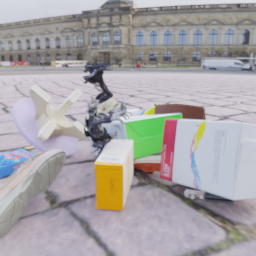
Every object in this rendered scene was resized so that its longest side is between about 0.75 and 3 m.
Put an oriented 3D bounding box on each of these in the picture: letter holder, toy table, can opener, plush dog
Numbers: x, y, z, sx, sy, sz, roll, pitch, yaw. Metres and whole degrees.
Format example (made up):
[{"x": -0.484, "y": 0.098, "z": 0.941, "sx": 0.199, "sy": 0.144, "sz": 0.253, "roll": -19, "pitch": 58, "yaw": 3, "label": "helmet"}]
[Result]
[{"x": 2.248, "y": -0.381, "z": 12.076, "sx": 2.094, "sy": 1.488, "sz": 1.053, "roll": 5, "pitch": 17, "yaw": 19, "label": "letter holder"}, {"x": -2.407, "y": -0.216, "z": 9.127, "sx": 2.494, "sy": 2.293, "sz": 1.461, "roll": 33, "pitch": -40, "yaw": -24, "label": "toy table"}, {"x": 1.962, "y": 1.601, "z": 6.825, "sx": 1.208, "sy": 0.318, "sz": 0.401, "roll": 5, "pitch": 43, "yaw": 12, "label": "can opener"}, {"x": -0.744, "y": -1.009, "z": 15.262, "sx": 1.547, "sy": 1.446, "sz": 1.802, "roll": 28, "pitch": 21, "yaw": 8, "label": "plush dog"}]

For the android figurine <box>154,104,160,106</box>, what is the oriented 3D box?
[{"x": 1.860, "y": -1.009, "z": 15.997, "sx": 0.937, "sy": 0.192, "sz": 0.853, "roll": 33, "pitch": 36, "yaw": -23, "label": "android figurine"}]

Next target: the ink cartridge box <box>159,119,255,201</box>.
[{"x": 2.169, "y": 0.668, "z": 6.850, "sx": 1.642, "sy": 1.635, "sz": 2.260, "roll": 6, "pitch": -1, "yaw": -35, "label": "ink cartridge box"}]

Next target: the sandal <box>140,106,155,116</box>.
[{"x": 1.380, "y": -0.617, "z": 14.237, "sx": 1.148, "sy": 1.048, "sz": 2.638, "roll": -4, "pitch": 5, "yaw": 39, "label": "sandal"}]

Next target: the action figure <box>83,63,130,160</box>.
[{"x": -0.544, "y": -0.376, "z": 7.008, "sx": 1.189, "sy": 2.331, "sz": 1.385, "roll": -4, "pitch": 20, "yaw": -9, "label": "action figure"}]

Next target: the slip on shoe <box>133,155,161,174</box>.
[{"x": 0.565, "y": 1.127, "z": 8.400, "sx": 1.752, "sy": 0.536, "sz": 0.649, "roll": -5, "pitch": 5, "yaw": 37, "label": "slip on shoe"}]

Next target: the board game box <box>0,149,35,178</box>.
[{"x": -3.708, "y": 1.093, "z": 8.860, "sx": 1.081, "sy": 0.320, "sz": 1.422, "roll": 11, "pitch": 19, "yaw": 37, "label": "board game box"}]

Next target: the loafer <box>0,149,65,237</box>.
[{"x": -2.411, "y": 1.203, "z": 6.369, "sx": 0.854, "sy": 0.977, "sz": 2.717, "roll": 17, "pitch": 31, "yaw": 11, "label": "loafer"}]

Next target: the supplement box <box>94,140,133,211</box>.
[{"x": -0.312, "y": 1.109, "z": 7.159, "sx": 0.682, "sy": 1.169, "sz": 1.854, "roll": 2, "pitch": 14, "yaw": 8, "label": "supplement box"}]

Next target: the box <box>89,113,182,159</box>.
[{"x": 0.259, "y": 0.198, "z": 9.593, "sx": 2.491, "sy": 1.205, "sz": 2.198, "roll": -10, "pitch": 5, "yaw": -38, "label": "box"}]

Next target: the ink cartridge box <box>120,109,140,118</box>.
[{"x": -0.290, "y": -0.428, "z": 13.531, "sx": 1.178, "sy": 0.686, "sz": 1.630, "roll": -4, "pitch": 11, "yaw": 29, "label": "ink cartridge box"}]
